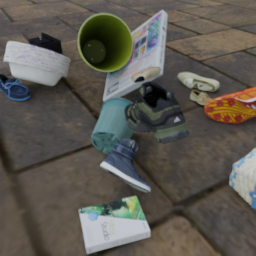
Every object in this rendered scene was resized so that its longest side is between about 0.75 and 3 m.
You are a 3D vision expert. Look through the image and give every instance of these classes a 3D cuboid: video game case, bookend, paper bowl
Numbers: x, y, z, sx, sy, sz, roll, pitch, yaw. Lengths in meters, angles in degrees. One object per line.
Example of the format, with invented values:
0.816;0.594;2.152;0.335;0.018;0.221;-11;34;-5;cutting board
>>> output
0.210;-2.494;10.182;0.342;2.891;2.631;26;59;-33;video game case
-4.710;-4.110;14.446;1.883;0.873;1.895;-28;44;-32;bookend
-3.701;-2.497;11.371;2.494;1.297;2.494;13;3;-1;paper bowl

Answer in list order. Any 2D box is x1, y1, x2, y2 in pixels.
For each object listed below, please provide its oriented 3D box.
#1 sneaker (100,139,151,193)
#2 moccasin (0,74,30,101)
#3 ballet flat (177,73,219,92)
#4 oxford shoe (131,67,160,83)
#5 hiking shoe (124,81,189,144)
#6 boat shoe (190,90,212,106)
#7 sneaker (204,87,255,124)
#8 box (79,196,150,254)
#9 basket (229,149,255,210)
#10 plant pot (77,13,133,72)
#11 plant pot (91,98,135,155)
0.135;0.899;7.094;1.450;0.551;1.047;29;73;22;sneaker
-4.730;-1.657;11.253;1.938;0.661;0.780;23;42;28;moccasin
2.865;-1.868;11.665;1.795;0.623;0.623;15;39;20;ballet flat
0.555;-1.548;8.371;0.931;0.330;0.344;-21;40;3;oxford shoe
0.584;-0.522;6.729;0.958;1.273;2.529;-15;18;-21;hiking shoe
2.796;-1.155;10.659;0.428;0.384;1.157;-20;31;-29;boat shoe
4.090;-0.849;9.844;2.857;1.043;1.102;-9;20;4;sneaker
-0.332;2.156;6.368;1.434;0.261;1.035;-9;38;-14;box
3.483;1.316;6.703;1.508;1.190;1.711;-23;33;-27;basket
-1.067;-3.029;10.526;1.946;1.946;2.080;-12;11;-17;plant pot
-0.405;0.016;8.511;1.371;1.371;1.342;11;45;14;plant pot
